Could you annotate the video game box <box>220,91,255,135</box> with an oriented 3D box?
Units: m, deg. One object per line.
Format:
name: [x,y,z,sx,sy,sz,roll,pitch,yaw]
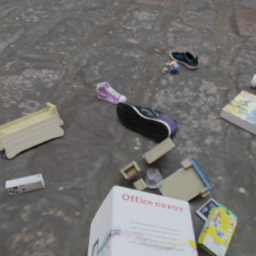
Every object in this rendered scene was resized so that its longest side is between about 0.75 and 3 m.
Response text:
video game box: [5.346,-0.605,11.903,2.091,0.489,1.905,33,50,30]

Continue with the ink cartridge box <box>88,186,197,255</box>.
ink cartridge box: [0.243,3.196,6.427,2.054,2.044,2.800,16,42,-14]

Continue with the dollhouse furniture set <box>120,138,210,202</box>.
dollhouse furniture set: [1.230,1.773,9.438,2.112,1.460,2.237,-33,82,-3]

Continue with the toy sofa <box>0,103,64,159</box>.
toy sofa: [-3.907,0.069,10.955,2.559,1.249,1.060,-26,25,-24]

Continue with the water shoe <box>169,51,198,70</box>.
water shoe: [3.050,-3.850,15.070,0.676,0.746,1.891,-32,52,-29]

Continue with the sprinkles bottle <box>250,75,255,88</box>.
sprinkles bottle: [6.756,-1.982,13.246,1.737,0.593,0.593,24,49,22]

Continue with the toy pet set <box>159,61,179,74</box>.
toy pet set: [2.214,-3.123,14.665,0.888,0.505,0.951,-12,27,41]

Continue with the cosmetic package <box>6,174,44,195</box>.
cosmetic package: [-3.416,1.899,9.315,1.120,0.462,0.283,-12,48,-11]

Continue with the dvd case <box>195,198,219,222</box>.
dvd case: [2.601,2.645,8.796,0.790,0.098,0.594,-31,52,-27]

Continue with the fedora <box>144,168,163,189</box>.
fedora: [0.842,1.642,9.486,0.665,0.340,0.752,-1,42,20]

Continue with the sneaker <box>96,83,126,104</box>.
sneaker: [-0.785,-1.597,12.682,1.459,0.832,0.529,15,44,13]

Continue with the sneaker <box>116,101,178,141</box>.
sneaker: [0.753,-0.360,11.506,2.688,1.018,1.177,30,33,26]

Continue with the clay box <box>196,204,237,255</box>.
clay box: [2.523,2.874,7.862,0.748,0.310,1.301,39,60,-4]
